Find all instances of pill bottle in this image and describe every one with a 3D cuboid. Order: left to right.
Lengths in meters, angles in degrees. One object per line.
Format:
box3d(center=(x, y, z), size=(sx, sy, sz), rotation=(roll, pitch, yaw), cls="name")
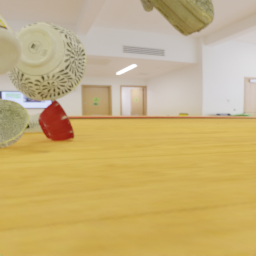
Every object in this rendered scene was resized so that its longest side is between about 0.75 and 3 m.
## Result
box3d(center=(-3.456, -2.285, 6.568), size=(1.192, 1.192, 2.182), rotation=(-4, 46, -47), cls="pill bottle")

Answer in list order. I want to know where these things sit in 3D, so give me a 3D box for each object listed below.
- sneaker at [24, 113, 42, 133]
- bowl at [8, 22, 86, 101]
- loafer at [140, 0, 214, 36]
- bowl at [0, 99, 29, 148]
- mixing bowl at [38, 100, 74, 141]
box3d(center=(-4.509, -0.120, 12.944), size=(2.588, 0.945, 0.916), rotation=(-10, 17, -18), cls="sneaker")
box3d(center=(-2.923, -2.436, 9.372), size=(2.865, 2.865, 1.345), rotation=(0, -8, 2), cls="bowl")
box3d(center=(0.486, -2.510, 5.094), size=(2.506, 0.876, 0.875), rotation=(29, -36, -25), cls="loafer")
box3d(center=(-3.745, 0.025, 8.207), size=(1.684, 1.684, 0.790), rotation=(-1, -39, -11), cls="bowl")
box3d(center=(-2.616, -0.126, 9.829), size=(0.820, 1.513, 1.513), rotation=(-28, 15, -22), cls="mixing bowl")
